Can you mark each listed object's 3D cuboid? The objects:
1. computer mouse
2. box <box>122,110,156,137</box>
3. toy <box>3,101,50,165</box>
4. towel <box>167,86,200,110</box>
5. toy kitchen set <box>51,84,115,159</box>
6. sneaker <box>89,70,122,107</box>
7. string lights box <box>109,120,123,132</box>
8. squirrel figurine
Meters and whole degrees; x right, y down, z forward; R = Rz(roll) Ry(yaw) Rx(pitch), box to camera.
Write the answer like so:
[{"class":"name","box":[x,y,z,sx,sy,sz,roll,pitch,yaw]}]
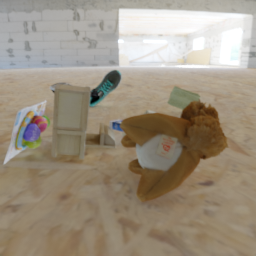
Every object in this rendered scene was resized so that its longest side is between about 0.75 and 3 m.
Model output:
[{"class":"computer mouse","box":[-2.880,-1.733,14.034,2.725,0.598,1.494,21,38,40]},{"class":"box","box":[0.387,0.026,8.238,0.495,1.205,0.412,12,46,-45]},{"class":"toy","box":[-2.899,0.079,8.726,0.637,1.554,2.699,17,11,-7]},{"class":"towel","box":[2.830,-1.431,14.331,1.465,1.087,0.267,21,28,5]},{"class":"toy kitchen set","box":[-1.290,-0.473,9.098,1.985,2.195,2.433,5,24,-10]},{"class":"sneaker","box":[-1.364,-2.095,15.691,1.042,2.686,1.225,39,24,-16]},{"class":"string lights box","box":[-0.153,-0.062,9.885,0.511,0.293,0.994,-13,18,-43]},{"class":"squirrel figurine","box":[1.175,0.414,7.185,2.637,1.866,2.461,-21,-5,6]}]
